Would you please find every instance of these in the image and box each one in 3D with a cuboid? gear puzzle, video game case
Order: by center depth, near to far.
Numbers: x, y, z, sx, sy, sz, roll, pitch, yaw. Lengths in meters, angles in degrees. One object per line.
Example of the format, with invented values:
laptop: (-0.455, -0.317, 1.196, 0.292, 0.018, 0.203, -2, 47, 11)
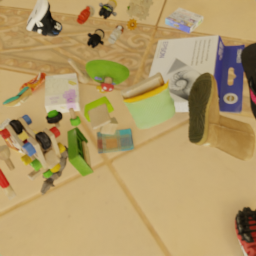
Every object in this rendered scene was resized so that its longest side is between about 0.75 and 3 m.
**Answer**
gear puzzle: (0.411, -4.610, 10.636, 0.963, 1.859, 0.243, 7, 27, -28)
video game case: (2.829, -5.444, 14.161, 1.456, 0.331, 1.320, 32, 58, 23)

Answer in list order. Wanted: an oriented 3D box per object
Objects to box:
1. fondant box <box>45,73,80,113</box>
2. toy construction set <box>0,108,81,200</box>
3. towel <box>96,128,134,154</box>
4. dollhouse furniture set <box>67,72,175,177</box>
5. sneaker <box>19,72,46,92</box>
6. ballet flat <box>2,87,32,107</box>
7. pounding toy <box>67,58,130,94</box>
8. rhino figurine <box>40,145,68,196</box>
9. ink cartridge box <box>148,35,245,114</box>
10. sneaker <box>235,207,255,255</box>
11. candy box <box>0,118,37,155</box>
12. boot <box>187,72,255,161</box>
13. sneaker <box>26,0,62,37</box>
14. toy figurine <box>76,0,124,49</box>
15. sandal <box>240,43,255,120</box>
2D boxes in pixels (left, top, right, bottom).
fondant box: (-2.534, -1.339, 10.778, 1.212, 0.489, 1.680, -7, 53, -6)
toy construction set: (-1.578, 0.567, 4.694, 1.304, 1.202, 1.564, -1, 32, 24)
towel: (-0.445, 0.431, 9.589, 1.240, 0.135, 0.909, -6, 51, -4)
dollhouse furniture set: (-0.072, -0.028, 5.893, 2.519, 1.259, 0.973, -25, 43, 4)
sneaker: (-3.766, -1.741, 11.201, 1.259, 0.485, 0.459, -38, 99, -13)
ballet flat: (-3.205, -0.840, 8.243, 0.370, 0.340, 1.079, 3, 37, 30)
pounding toy: (-0.846, -1.424, 8.345, 1.727, 1.333, 0.801, 6, 80, 12)
rhino figurine: (-1.810, 1.053, 6.822, 0.431, 1.442, 0.630, 24, 12, -7)
ink cartridge box: (1.996, -1.655, 8.348, 2.726, 0.553, 2.721, 2, 57, 21)
sneaker: (3.299, 3.187, 6.896, 0.934, 1.292, 2.644, -11, 28, 7)
candy box: (-3.165, 0.505, 8.925, 1.849, 1.079, 0.522, 24, 55, 19)
boot: (2.270, -0.202, 6.639, 1.967, 0.650, 1.723, 14, 83, -34)
sneaker: (-2.212, -3.053, 7.888, 0.917, 1.639, 0.599, 13, 84, -31)
toy figurine: (-0.797, -3.164, 8.530, 1.232, 1.251, 0.871, -4, 40, 28)
sandal: (3.584, -0.960, 7.270, 0.948, 2.525, 0.569, -22, 12, 16)
